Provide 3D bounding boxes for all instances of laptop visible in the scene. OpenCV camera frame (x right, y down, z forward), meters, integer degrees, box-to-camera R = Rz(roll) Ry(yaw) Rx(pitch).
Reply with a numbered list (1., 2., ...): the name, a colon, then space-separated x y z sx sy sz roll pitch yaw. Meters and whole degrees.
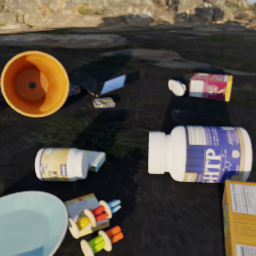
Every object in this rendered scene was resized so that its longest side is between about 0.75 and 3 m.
1. laptop: -1.564 -2.747 15.145 2.647 1.367 2.346 31 22 -11

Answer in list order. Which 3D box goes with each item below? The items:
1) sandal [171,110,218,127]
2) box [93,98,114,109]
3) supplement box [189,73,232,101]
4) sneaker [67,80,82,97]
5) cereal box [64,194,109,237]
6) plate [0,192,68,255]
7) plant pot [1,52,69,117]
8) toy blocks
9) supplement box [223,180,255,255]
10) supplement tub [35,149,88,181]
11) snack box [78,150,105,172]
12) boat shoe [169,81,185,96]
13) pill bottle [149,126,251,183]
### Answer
1. sandal: 2.747 0.197 10.167 2.875 0.648 1.080 30 41 22
2. box: -1.169 -1.189 13.364 0.934 0.207 0.748 -6 26 -12
3. supplement box: 4.224 -2.114 14.350 1.975 1.019 1.293 9 27 19
4. sneaker: -3.051 -2.090 14.472 1.090 0.905 2.282 8 27 12
5. cereal box: -0.995 2.027 6.611 0.758 0.208 1.054 -13 28 -25
6. plate: -2.489 2.265 5.716 2.607 0.333 2.607 -6 26 3
7. plant pot: -4.204 -1.925 12.541 2.656 2.656 2.431 -11 12 -21
8. toy blocks: -0.520 2.084 5.984 1.209 0.439 1.008 -21 52 -33
9. supplement box: 2.382 2.176 5.505 0.940 0.909 2.732 5 25 16
10. supplement tub: -1.830 1.028 7.840 1.263 0.912 0.912 -1 25 6
11. snack box: -1.475 0.986 8.731 1.334 0.248 0.775 6 24 13
12. boat shoe: 2.709 -2.146 14.995 0.633 0.665 1.847 -5 16 -8
13. pill bottle: 1.876 0.728 7.811 2.579 1.544 1.544 1 25 5
